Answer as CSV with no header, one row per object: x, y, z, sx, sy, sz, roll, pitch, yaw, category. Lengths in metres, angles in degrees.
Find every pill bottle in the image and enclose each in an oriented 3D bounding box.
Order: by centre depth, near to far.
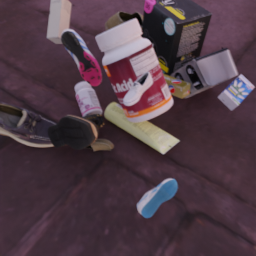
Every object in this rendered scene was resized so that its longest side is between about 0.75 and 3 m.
0.168,-1.613,8.084,1.496,2.621,1.496,-23,16,7,pill bottle
-1.379,-0.926,9.510,0.674,0.674,1.188,-17,70,-13,pill bottle

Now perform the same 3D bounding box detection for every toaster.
2.637,-1.884,9.660,1.820,1.646,1.080,-24,91,-23,toaster

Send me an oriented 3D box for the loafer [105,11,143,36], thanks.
0.476,-4.020,11.305,2.785,0.939,1.059,-6,76,-28,loafer

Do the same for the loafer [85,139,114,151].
-0.967,0.558,8.742,1.066,0.405,0.359,8,52,19,loafer

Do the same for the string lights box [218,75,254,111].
3.219,-1.062,8.339,0.568,0.326,1.105,46,60,6,string lights box

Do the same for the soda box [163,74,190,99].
1.433,-1.425,9.396,0.437,0.413,1.289,-30,41,-34,soda box

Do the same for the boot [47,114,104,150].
-1.113,-0.104,8.008,1.662,0.931,2.402,-23,14,-35,boot

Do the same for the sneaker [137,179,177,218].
0.701,1.667,6.941,1.197,0.458,0.483,-38,16,-14,sneaker

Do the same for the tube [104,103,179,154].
0.341,0.010,8.943,2.508,0.651,0.728,31,81,25,tube

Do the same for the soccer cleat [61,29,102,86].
-1.311,-2.125,8.360,0.634,1.814,0.783,-26,22,14,soccer cleat

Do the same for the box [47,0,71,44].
-2.244,-3.499,9.130,0.471,0.566,1.377,4,85,22,box

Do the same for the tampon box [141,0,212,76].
1.590,-3.290,10.329,1.564,2.478,1.857,-23,54,-24,tampon box

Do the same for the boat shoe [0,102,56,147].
-3.187,-0.134,8.451,2.637,0.854,0.948,20,57,-17,boat shoe

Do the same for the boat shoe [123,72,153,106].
0.200,-0.952,6.667,0.370,0.328,1.005,21,61,32,boat shoe
